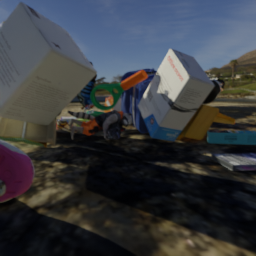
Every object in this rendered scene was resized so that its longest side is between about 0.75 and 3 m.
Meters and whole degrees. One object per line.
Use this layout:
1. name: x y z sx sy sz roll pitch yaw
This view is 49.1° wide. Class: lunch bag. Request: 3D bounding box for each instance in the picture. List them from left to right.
1. lunch bag: 0.780 -1.106 10.618 1.633 2.404 1.590 -18 33 -27

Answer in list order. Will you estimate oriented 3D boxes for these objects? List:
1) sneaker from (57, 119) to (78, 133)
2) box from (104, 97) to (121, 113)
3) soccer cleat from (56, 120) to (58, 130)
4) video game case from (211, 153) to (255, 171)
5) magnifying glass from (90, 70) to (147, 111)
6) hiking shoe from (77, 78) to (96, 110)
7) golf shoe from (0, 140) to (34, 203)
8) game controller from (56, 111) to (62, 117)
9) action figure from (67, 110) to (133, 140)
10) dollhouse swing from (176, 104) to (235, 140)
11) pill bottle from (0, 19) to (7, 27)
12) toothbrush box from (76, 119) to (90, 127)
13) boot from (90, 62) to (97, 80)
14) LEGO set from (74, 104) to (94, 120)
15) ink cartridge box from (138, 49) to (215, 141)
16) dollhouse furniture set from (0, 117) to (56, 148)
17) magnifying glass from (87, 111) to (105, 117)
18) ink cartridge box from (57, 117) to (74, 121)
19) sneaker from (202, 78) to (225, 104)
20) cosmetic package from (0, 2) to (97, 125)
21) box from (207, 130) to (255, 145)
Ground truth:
1. sneaker: -2.166 -0.081 10.210 0.808 0.364 0.303 12 25 -17
2. box: -0.799 -0.988 14.519 0.725 1.166 0.568 -10 -23 44
3. soccer cleat: -3.183 -0.002 10.391 0.683 0.595 1.785 -13 4 10
4. video game case: 2.727 0.723 6.132 1.462 0.139 1.044 0 7 -7
5. magnifying glass: -0.362 -1.328 9.715 2.437 0.970 0.273 -24 20 37
6. hiking shoe: -1.585 -1.513 10.766 0.829 1.912 0.711 -13 40 7
7. golf shoe: -2.632 0.495 4.362 2.937 1.106 1.344 3 5 15
8. game controller: -3.607 -1.014 11.972 2.065 1.077 0.435 2 2 30
9. action figure: -0.820 -0.141 8.939 2.069 1.119 2.139 -9 3 -12
10. dollhouse swing: 2.405 -0.021 9.705 1.631 1.686 1.856 35 -7 -21
11. pill bottle: -3.115 -2.730 7.621 0.936 0.521 0.521 -47 26 -17
12. toothbrush box: -1.690 -0.186 12.181 0.930 0.400 0.677 1 7 12
13. boot: -1.864 -2.146 12.068 1.203 0.415 1.291 -42 -11 -9
14. LEGO set: -1.632 -0.685 10.474 0.771 0.253 1.032 -20 21 8
15. ink cartridge box: 1.353 -0.968 8.569 0.944 2.254 1.635 11 39 -26
16. dollhouse furniture set: -3.064 -0.020 8.768 1.573 1.205 2.401 6 40 -16
17. magnifying glass: -0.372 -0.423 12.133 2.882 0.323 1.147 9 8 -3
18. ink cartridge box: -3.425 -0.483 15.392 0.894 0.194 0.877 -1 8 -16
19. sneaker: 2.839 -1.459 9.665 1.379 0.904 2.396 -31 2 -9
20. cosmetic package: -2.486 -1.563 7.497 2.261 1.864 1.865 -42 -23 16
21. box: 3.207 0.283 8.682 1.446 0.355 0.595 2 7 12
